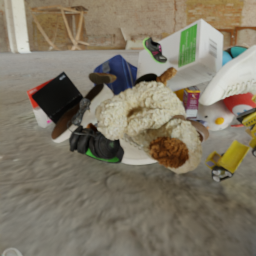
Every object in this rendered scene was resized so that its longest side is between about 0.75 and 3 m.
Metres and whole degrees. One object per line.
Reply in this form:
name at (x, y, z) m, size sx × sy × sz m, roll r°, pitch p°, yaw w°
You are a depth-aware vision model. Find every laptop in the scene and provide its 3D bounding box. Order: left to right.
laptop at (-2.397, -0.952, 10.088) m, size 1.427 × 1.610 × 0.832 m, roll -39°, pitch 71°, yaw -7°

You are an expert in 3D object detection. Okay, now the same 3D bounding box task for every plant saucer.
plant saucer at (1.857, 0.185, 8.805) m, size 1.331 × 1.331 × 0.229 m, roll 9°, pitch 58°, yaw 23°

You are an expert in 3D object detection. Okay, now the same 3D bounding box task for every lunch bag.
lunch bag at (-0.382, -1.428, 10.518) m, size 1.583 × 2.330 × 1.541 m, roll -28°, pitch -31°, yaw 29°

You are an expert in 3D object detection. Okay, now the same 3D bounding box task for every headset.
headset at (-0.840, 0.223, 7.071) m, size 1.359 × 2.201 × 1.034 m, roll 10°, pitch 67°, yaw 22°

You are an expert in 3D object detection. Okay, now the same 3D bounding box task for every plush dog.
plush dog at (0.880, 0.030, 6.646) m, size 2.297 × 2.146 × 2.675 m, roll 56°, pitch 16°, yaw 21°

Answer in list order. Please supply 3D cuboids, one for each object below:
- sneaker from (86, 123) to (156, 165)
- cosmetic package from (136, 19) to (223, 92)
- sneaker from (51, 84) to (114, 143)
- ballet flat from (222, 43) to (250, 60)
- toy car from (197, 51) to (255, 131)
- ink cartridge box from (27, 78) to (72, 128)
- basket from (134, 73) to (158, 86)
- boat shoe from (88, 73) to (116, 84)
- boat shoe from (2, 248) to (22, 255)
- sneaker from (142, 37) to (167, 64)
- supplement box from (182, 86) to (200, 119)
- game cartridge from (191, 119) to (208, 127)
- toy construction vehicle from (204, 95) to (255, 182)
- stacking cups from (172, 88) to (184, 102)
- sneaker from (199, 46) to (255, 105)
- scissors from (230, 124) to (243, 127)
sneaker at (-0.182, 0.392, 8.137) m, size 2.409 × 1.020 × 0.877 m, roll 10°, pitch 20°, yaw 8°
cosmetic package at (1.562, -2.085, 9.023) m, size 1.157 × 1.467 × 2.726 m, roll 17°, pitch -19°, yaw -36°
sneaker at (-1.404, -0.274, 9.389) m, size 2.542 × 1.076 × 0.926 m, roll -42°, pitch 42°, yaw 5°
ballet flat at (3.702, -2.621, 9.616) m, size 0.620 × 0.627 × 1.843 m, roll -37°, pitch 25°, yaw -16°
toy car at (3.316, -0.661, 9.684) m, size 2.550 × 2.766 × 2.447 m, roll 34°, pitch 25°, yaw -16°
ink cartridge box at (-2.788, -1.008, 10.394) m, size 0.355 × 1.416 × 1.632 m, roll 17°, pitch 40°, yaw 35°
basket at (0.761, -1.166, 8.763) m, size 0.833 × 0.924 × 0.629 m, roll 1°, pitch 57°, yaw 37°
boat shoe at (-0.825, -1.583, 8.959) m, size 1.004 × 0.361 × 0.341 m, roll 18°, pitch 30°, yaw 35°
boat shoe at (-1.784, 2.148, 4.311) m, size 0.360 × 0.355 × 1.016 m, roll -9°, pitch 22°, yaw -23°
sneaker at (0.839, -2.262, 8.239) m, size 0.403 × 0.962 × 0.369 m, roll -28°, pitch 32°, yaw 40°
supplement box at (2.092, -0.856, 9.379) m, size 0.424 × 0.991 × 0.547 m, roll 0°, pitch 26°, yaw -2°
game cartridge at (2.088, -0.011, 9.676) m, size 0.786 × 0.233 × 1.212 m, roll -42°, pitch 21°, yaw -18°
toy construction vehicle at (2.781, 0.026, 6.390) m, size 0.845 × 2.399 × 2.089 m, roll 41°, pitch 66°, yaw 5°
stacking cups at (1.523, -1.290, 10.911) m, size 0.750 × 0.750 × 2.478 m, roll -7°, pitch 3°, yaw -19°
sneaker at (2.739, -1.135, 6.754) m, size 2.312 × 0.842 × 0.979 m, roll -37°, pitch 70°, yaw -19°
scissors at (4.013, -0.115, 9.705) m, size 1.120 × 0.078 × 0.410 m, roll -7°, pitch 0°, yaw -31°
